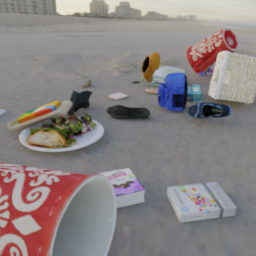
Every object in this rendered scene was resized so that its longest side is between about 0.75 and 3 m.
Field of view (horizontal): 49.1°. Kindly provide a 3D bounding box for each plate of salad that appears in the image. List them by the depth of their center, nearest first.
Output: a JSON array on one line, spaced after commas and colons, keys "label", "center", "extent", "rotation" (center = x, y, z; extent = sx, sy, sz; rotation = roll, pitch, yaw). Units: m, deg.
[{"label": "plate of salad", "center": [-2.335, 0.025, 9.935], "extent": [2.927, 0.703, 2.927], "rotation": [-1, 24, 0]}]

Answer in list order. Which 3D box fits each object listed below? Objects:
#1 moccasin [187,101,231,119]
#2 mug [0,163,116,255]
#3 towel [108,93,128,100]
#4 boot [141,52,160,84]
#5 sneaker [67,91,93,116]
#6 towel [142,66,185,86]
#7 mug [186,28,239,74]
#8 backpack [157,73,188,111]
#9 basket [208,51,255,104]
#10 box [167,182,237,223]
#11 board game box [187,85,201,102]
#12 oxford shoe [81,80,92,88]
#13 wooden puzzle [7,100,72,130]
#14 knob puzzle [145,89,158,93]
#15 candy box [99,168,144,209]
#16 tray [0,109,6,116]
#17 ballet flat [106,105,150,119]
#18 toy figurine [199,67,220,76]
[{"label": "moccasin", "center": [3.058, -0.737, 10.977], "extent": [0.638, 0.753, 1.872], "rotation": [-2, -2, -41]}, {"label": "mug", "center": [-2.078, 1.660, 4.814], "extent": [2.944, 1.964, 2.613], "rotation": [7, 23, 24]}, {"label": "towel", "center": [-0.523, -1.601, 14.314], "extent": [0.776, 0.125, 0.741], "rotation": [-20, 31, -40]}, {"label": "boot", "center": [1.023, -2.926, 12.539], "extent": [0.588, 1.672, 1.197], "rotation": [11, -16, 17]}, {"label": "sneaker", "center": [-2.122, -1.101, 12.535], "extent": [0.929, 0.535, 1.781], "rotation": [20, 41, -21]}, {"label": "towel", "center": [2.176, -3.088, 16.696], "extent": [2.415, 0.581, 2.067], "rotation": [11, 33, 10]}, {"label": "mug", "center": [5.146, -4.460, 16.973], "extent": [1.809, 2.407, 2.712], "rotation": [13, -21, -31]}, {"label": "backpack", "center": [1.991, -1.651, 12.453], "extent": [1.334, 1.590, 1.292], "rotation": [3, 19, 1]}, {"label": "basket", "center": [4.971, -2.357, 13.209], "extent": [1.762, 2.171, 2.190], "rotation": [11, 14, 5]}, {"label": "box", "center": [1.694, 1.727, 6.625], "extent": [1.316, 0.271, 1.026], "rotation": [-5, 24, -8]}, {"label": "board game box", "center": [3.041, -1.808, 14.425], "extent": [1.292, 0.402, 1.712], "rotation": [3, 24, 9]}, {"label": "oxford shoe", "center": [-2.429, -2.554, 16.211], "extent": [0.310, 0.329, 0.880], "rotation": [10, 26, 21]}, {"label": "wooden puzzle", "center": [-3.380, -0.602, 10.939], "extent": [2.153, 0.401, 1.992], "rotation": [-15, 17, 3]}, {"label": "knob puzzle", "center": [1.385, -2.010, 15.064], "extent": [0.932, 0.129, 0.932], "rotation": [4, 19, -1]}, {"label": "candy box", "center": [-0.202, 1.489, 7.007], "extent": [0.898, 0.383, 1.071], "rotation": [-8, 25, -18]}, {"label": "tray", "center": [-6.126, -0.420, 11.506], "extent": [1.190, 0.246, 2.217], "rotation": [4, 24, 7]}, {"label": "ballet flat", "center": [-0.007, -0.583, 11.751], "extent": [1.876, 0.623, 0.533], "rotation": [5, -19, 12]}, {"label": "toy figurine", "center": [5.292, -3.733, 18.707], "extent": [1.223, 1.077, 2.041], "rotation": [-41, 43, -13]}]
